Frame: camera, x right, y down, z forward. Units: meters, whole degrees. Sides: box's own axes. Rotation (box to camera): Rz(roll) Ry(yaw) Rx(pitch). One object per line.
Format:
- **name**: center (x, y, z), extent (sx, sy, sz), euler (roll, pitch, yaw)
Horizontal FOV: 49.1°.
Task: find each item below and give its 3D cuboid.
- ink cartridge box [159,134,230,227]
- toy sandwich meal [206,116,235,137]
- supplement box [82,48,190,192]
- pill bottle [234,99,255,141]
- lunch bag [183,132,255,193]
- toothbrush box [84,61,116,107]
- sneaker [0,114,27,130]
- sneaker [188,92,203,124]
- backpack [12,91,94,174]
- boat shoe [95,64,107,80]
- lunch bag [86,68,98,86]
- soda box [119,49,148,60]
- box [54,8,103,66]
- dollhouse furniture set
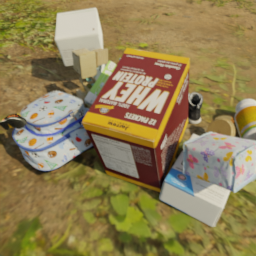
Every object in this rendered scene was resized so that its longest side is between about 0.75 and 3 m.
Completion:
- **ink cartridge box**: center (2.112, 1.368, 7.960), extent (1.609, 0.928, 2.217), euler (23, 44, 20)
- **toy sandwich meal**: center (3.112, 0.158, 9.335), extent (0.396, 1.157, 1.157), euler (16, 24, -40)
- **supplement box**: center (0.457, -0.187, 7.913), extent (1.831, 2.758, 2.720), euler (15, 59, 20)
- **pill bottle**: center (4.353, -0.144, 9.762), extent (1.096, 1.096, 1.973), euler (4, 39, 5)
- **lunch bag**: center (2.411, 0.729, 6.856), extent (1.707, 1.085, 1.448), euler (-20, 23, -39)
- **toothbrush box**: center (-0.583, -1.242, 9.522), extent (1.167, 0.690, 1.603), euler (31, 80, -4)
- **sneaker**: center (-3.080, -0.240, 7.663), extent (1.077, 0.377, 0.485), euler (-7, 40, 37)
- **sneaker**: center (2.460, -1.078, 10.880), extent (0.680, 1.026, 1.802), euler (-5, 46, -5)
- **backpack**: center (-2.224, 0.110, 8.603), extent (2.487, 1.916, 2.369), euler (18, 53, 44)
- **boat shoe**: center (-0.978, -2.265, 11.809), extent (0.604, 0.471, 1.330), euler (23, 67, -33)
- **lunch bag**: center (-1.207, -2.305, 12.695), extent (1.207, 0.736, 1.028), euler (20, 44, 22)
- **soda box**: center (0.371, -2.628, 11.847), extent (1.011, 0.940, 2.956), euler (12, 24, 8)
- **box**: center (-1.947, -3.690, 11.425), extent (1.691, 1.456, 1.699), euler (-8, 57, 2)
- **dollhouse furniture set**: center (-0.329, -1.825, 10.624), extent (2.954, 2.612, 1.642), euler (-22, 44, -26)
